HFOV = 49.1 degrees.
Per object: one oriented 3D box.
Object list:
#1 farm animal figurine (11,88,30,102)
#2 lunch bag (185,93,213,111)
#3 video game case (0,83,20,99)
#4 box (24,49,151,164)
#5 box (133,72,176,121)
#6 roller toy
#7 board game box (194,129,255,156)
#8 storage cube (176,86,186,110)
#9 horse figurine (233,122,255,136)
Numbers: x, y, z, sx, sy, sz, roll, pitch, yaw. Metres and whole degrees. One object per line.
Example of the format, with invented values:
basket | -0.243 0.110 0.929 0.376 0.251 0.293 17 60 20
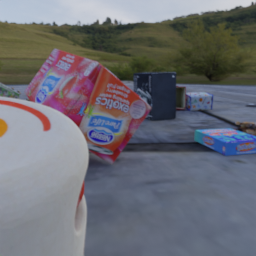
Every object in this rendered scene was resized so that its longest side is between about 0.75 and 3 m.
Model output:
farm animal figurine | -3.134 -0.600 8.497 1.219 0.643 1.233 3 39 -48
lunch bag | 3.260 -1.303 13.465 1.188 0.865 1.397 -2 19 -8
video game case | -3.028 -0.558 6.346 0.116 0.957 1.051 7 -15 29
box | -1.047 -0.619 6.052 1.455 1.393 2.919 36 -1 -35
box | 1.005 -1.280 10.936 1.080 1.743 1.713 -7 12 -22
roller toy | -1.168 0.635 1.927 1.972 1.378 1.799 18 24 31
board game box | 2.339 0.296 6.570 1.028 0.304 1.352 -3 11 -15
storage cube | 2.147 -1.437 13.401 1.012 1.184 1.064 -1 5 -2
horse figurine | 3.461 0.041 7.347 1.735 0.433 1.150 -2 -6 27
